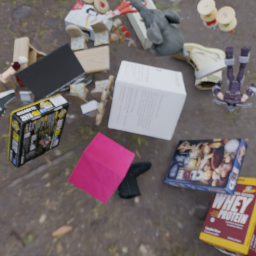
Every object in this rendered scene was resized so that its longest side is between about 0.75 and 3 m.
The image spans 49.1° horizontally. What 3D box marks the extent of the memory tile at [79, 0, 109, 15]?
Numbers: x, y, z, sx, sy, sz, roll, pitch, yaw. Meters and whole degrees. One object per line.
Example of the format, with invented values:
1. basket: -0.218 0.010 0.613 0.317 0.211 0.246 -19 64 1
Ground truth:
1. memory tile: -1.641 -5.441 9.992 2.593 0.218 1.987 22 70 -34

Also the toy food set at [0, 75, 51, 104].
1. toy food set: -4.469 -1.745 11.704 2.352 1.058 1.123 3 67 1

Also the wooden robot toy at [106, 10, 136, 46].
1. wooden robot toy: -0.390 -3.376 10.038 0.682 0.663 1.504 -39 113 1

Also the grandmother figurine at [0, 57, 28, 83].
1. grandmother figurine: -3.608 -1.889 8.878 1.039 0.315 0.630 -36 55 11

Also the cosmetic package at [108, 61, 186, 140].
1. cosmetic package: 0.562 -0.896 8.879 2.013 1.674 1.684 11 33 -2

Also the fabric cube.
1. fabric cube: -0.690 1.045 7.355 1.146 1.150 1.128 31 30 -1

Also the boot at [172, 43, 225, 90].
1. boot: 2.988 -2.645 12.229 2.373 0.855 1.835 10 69 4

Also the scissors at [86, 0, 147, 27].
1. scissors: -0.334 -3.911 9.585 0.893 0.170 2.441 37 64 17

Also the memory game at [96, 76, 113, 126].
1. memory game: -0.698 -0.828 8.491 0.102 1.598 1.598 17 68 -1

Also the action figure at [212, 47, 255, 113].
1. action figure: 3.117 -1.336 8.131 1.270 1.952 0.677 6 24 18

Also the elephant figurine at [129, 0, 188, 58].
1. elephant figurine: 1.013 -3.264 9.112 1.503 1.938 1.371 -6 63 24

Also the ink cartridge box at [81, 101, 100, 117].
1. ink cartridge box: -1.143 -0.604 9.108 0.478 0.830 0.282 -22 80 9

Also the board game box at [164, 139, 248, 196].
1. board game box: 2.604 1.270 9.740 0.462 2.668 1.807 38 65 -29

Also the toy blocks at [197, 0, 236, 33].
1. toy blocks: 3.096 -3.635 9.557 1.300 1.559 0.566 38 101 24

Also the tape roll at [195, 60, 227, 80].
1. tape roll: 3.167 -2.174 10.360 1.426 1.426 0.261 -21 89 -9

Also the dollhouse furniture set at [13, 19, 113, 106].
1. dollhouse furniture set: -2.152 -2.314 9.784 2.953 1.922 2.713 -6 75 16

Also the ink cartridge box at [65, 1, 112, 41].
1. ink cartridge box: -1.824 -5.012 13.262 1.835 0.760 1.338 22 69 9

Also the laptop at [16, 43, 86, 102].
1. laptop: -2.192 -1.623 8.352 1.626 1.737 1.007 -32 106 -2

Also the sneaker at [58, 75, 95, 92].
1. sneaker: -2.333 -2.125 11.987 1.858 0.841 0.617 -18 69 -8

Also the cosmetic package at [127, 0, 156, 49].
1. cosmetic package: 0.874 -4.969 13.206 1.222 0.825 2.322 -18 68 -8

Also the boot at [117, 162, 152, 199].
1. boot: 0.247 1.949 10.411 1.468 0.543 1.203 -11 65 3

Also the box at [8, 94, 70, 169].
1. box: -2.767 0.119 8.611 0.525 2.129 1.700 41 45 15

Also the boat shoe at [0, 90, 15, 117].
1. boat shoe: -3.744 -0.414 7.531 0.769 0.614 2.035 -14 22 35

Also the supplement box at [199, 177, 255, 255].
1. supplement box: 3.826 3.028 8.847 2.252 1.495 2.221 37 67 -26
